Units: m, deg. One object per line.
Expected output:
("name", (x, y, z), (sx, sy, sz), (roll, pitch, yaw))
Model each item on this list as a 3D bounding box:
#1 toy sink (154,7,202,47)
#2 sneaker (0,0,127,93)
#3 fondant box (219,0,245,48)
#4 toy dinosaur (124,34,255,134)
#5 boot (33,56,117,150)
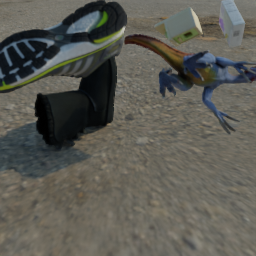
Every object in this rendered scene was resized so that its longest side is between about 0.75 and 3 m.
("toy sink", (1.651, -3.196, 9.197), (1.293, 0.725, 0.843), (-18, -9, 26))
("sneaker", (-1.187, -1.200, 4.956), (2.625, 1.063, 0.970), (-22, 66, -3))
("fondant box", (2.950, -3.000, 8.031), (0.325, 0.805, 1.115), (-11, 57, 6))
("toy dinosaur", (1.383, -1.022, 4.546), (1.963, 1.136, 2.163), (-23, 74, -49))
("boot", (-1.489, -0.934, 7.916), (2.308, 2.817, 1.042), (-22, 34, -39))
